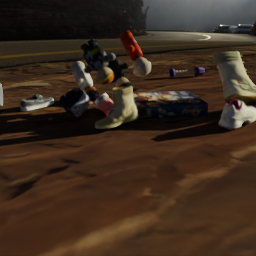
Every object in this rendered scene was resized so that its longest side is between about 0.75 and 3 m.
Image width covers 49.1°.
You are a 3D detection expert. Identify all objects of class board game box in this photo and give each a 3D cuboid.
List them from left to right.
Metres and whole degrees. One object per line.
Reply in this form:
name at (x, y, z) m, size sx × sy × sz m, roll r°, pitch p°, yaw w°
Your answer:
board game box at (1.102, -0.831, 9.790) m, size 2.736 × 0.473 × 1.854 m, roll -3°, pitch 21°, yaw -9°

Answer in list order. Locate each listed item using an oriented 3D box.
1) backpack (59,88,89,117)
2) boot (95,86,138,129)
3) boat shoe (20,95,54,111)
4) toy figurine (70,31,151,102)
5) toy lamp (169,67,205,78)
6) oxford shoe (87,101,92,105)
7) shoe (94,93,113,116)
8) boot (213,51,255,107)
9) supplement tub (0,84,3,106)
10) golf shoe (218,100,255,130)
backpack at (-1.617, -0.806, 8.782) m, size 0.654 × 0.808 × 0.849 m, roll 41°, pitch 3°, yaw -45°
boot at (-0.405, -0.600, 8.108) m, size 1.371 × 1.066 × 0.499 m, roll -18°, pitch 23°, yaw -18°
boat shoe at (-3.314, -1.003, 10.257) m, size 0.491 × 0.464 × 1.370 m, roll 18°, pitch 27°, yaw 38°
toy figurine at (-0.592, -1.866, 9.093) m, size 2.156 × 1.523 × 2.190 m, roll -25°, pitch -4°, yaw -34°
toy lamp at (3.302, -3.099, 15.573) m, size 1.960 × 0.571 × 0.571 m, roll -6°, pitch 22°, yaw -10°
oxford shoe at (-1.868, -1.164, 10.678) m, size 1.359 × 0.484 × 0.485 m, roll 21°, pitch 28°, yaw 39°
shoe at (-0.697, -0.662, 9.328) m, size 0.565 × 0.720 × 1.582 m, roll -38°, pitch 2°, yaw -5°
boot at (3.991, -1.686, 9.773) m, size 2.370 × 1.833 × 0.854 m, roll 1°, pitch -22°, yaw -36°
supplement tub at (-5.497, -1.068, 9.374) m, size 2.321 × 1.241 × 1.241 m, roll -6°, pitch 22°, yaw -13°
golf shoe at (3.438, -0.509, 8.525) m, size 1.756 × 0.804 × 0.661 m, roll -19°, pitch 27°, yaw -40°
